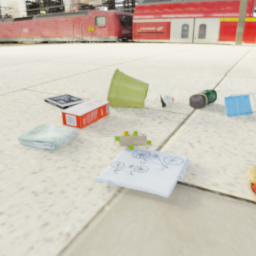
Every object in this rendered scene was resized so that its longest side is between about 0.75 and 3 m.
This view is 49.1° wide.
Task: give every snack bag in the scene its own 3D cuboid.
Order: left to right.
[{"bbox_3d":[0.568,1.334,8.877,2.392,0.272,2.537,8,23,21],"label":"snack bag"}]

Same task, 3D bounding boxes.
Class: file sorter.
[{"bbox_3d":[5.569,-1.155,13.551,1.459,1.013,0.895,-7,-6,-15],"label":"file sorter"}]

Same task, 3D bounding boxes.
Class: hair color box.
[{"bbox_3d":[-1.957,-0.707,13.294,1.158,0.698,2.281,13,26,29],"label":"hair color box"}]

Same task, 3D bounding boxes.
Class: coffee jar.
[{"bbox_3d":[4.095,-1.594,15.324,0.945,0.773,1.812,6,21,40],"label":"coffee jar"}]

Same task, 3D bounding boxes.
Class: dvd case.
[{"bbox_3d":[-3.543,-1.499,15.820,1.601,0.263,2.130,-19,29,-40],"label":"dvd case"}]

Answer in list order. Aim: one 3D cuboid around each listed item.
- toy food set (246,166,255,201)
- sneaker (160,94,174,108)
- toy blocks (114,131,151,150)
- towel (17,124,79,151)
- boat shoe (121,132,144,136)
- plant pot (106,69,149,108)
[{"bbox_3d":[4.259,1.702,7.717,1.846,0.454,1.865,9,23,21],"label":"toy food set"},{"bbox_3d":[2.197,-1.544,15.488,0.774,0.583,1.656,-5,19,3],"label":"sneaker"},{"bbox_3d":[0.060,0.495,10.330,1.362,0.681,0.931,-1,-6,-16],"label":"toy blocks"},{"bbox_3d":[-3.151,0.321,11.108,1.897,0.457,1.624,9,25,21],"label":"towel"},{"bbox_3d":[0.170,0.378,11.139,1.006,0.376,0.344,4,24,35],"label":"boat shoe"},{"bbox_3d":[0.063,-1.939,15.014,1.907,2.074,2.074,15,24,5],"label":"plant pot"}]
